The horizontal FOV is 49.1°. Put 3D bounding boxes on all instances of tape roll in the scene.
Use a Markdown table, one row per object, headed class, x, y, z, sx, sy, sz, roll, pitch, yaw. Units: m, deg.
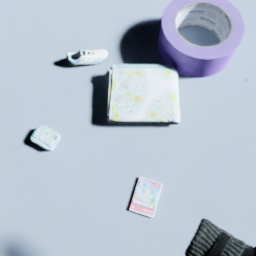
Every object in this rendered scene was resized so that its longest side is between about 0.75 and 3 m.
| class | x | y | z | sx | sy | sz | roll | pitch | yaw |
| --- | --- | --- | --- | --- | --- | --- | --- | --- | --- |
| tape roll | 2.540 | -3.323 | 10.018 | 2.843 | 1.208 | 2.843 | 0 | 70 | -1 |

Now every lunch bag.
| class | x | y | z | sx | sy | sz | roll | pitch | yaw |
| --- | --- | --- | --- | --- | --- | --- | --- | --- | --- |
| lunch bag | -2.677 | 0.348 | 9.113 | 0.843 | 0.325 | 0.676 | 27 | 72 | 10 |

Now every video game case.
| class | x | y | z | sx | sy | sz | roll | pitch | yaw |
| --- | --- | --- | --- | --- | --- | --- | --- | --- | --- |
| video game case | 0.547 | 2.116 | 8.577 | 0.759 | 0.093 | 1.061 | 17 | 70 | 6 |

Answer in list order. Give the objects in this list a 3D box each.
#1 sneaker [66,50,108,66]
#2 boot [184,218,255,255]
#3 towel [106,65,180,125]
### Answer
| class | x | y | z | sx | sy | sz | roll | pitch | yaw |
| --- | --- | --- | --- | --- | --- | --- | --- | --- | --- |
| sneaker | -1.473 | -2.579 | 10.099 | 1.505 | 0.545 | 0.541 | -12 | 69 | -6 |
| boot | 1.467 | 2.480 | 4.713 | 1.187 | 0.598 | 1.588 | 22 | 79 | 14 |
| towel | 0.482 | -1.131 | 9.549 | 2.477 | 0.596 | 2.120 | 0 | 73 | 0 |
